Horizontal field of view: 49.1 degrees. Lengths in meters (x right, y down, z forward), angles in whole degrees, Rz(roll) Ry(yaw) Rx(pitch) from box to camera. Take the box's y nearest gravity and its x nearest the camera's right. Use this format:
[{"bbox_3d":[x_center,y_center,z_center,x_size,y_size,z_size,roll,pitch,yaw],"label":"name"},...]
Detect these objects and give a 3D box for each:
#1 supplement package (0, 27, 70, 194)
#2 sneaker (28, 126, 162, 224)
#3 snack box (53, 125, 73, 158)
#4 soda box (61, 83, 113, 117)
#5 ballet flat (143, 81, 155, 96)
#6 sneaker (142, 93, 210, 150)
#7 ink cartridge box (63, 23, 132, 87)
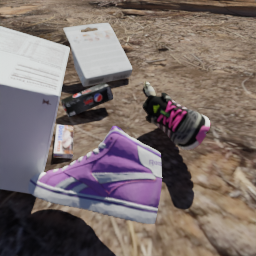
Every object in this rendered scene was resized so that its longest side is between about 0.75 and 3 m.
[{"bbox_3d":[-2.650,-0.485,6.377,2.004,2.606,2.725,13,31,-15],"label":"supplement package"},{"bbox_3d":[-0.624,0.743,5.222,2.730,0.989,1.556,2,76,27],"label":"sneaker"},{"bbox_3d":[-1.749,0.349,7.670,0.478,0.162,1.329,4,32,-13],"label":"snack box"},{"bbox_3d":[-1.307,-0.918,8.999,1.571,0.497,0.556,-24,26,-16],"label":"soda box"},{"bbox_3d":[0.759,-1.450,10.350,0.317,0.293,0.941,-9,35,-13],"label":"ballet flat"},{"bbox_3d":[1.060,-0.274,7.174,1.153,0.972,2.636,30,8,-20],"label":"sneaker"},{"bbox_3d":[-1.256,-2.997,11.245,2.036,0.601,2.544,-17,69,-24],"label":"ink cartridge box"}]
